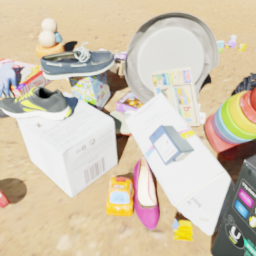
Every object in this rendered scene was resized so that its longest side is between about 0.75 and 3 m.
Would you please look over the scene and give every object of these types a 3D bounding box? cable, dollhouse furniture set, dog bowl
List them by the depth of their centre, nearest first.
[{"bbox_3d":[1.263,-2.066,8.725,2.904,2.904,0.852,-3,24,-4],"label":"dog bowl"},{"bbox_3d":[4.351,-1.060,9.301,1.952,0.496,1.593,-37,80,-21],"label":"cable"},{"bbox_3d":[-0.408,-2.211,10.673,0.909,1.284,1.397,18,23,22],"label":"dollhouse furniture set"}]

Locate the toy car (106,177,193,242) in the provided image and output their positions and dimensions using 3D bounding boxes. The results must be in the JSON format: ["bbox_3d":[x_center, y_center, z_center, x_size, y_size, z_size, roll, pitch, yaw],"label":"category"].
[{"bbox_3d":[0.471,1.597,6.261,2.223,0.740,1.091,13,40,17],"label":"toy car"}]

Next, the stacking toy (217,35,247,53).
[{"bbox_3d":[4.829,-4.146,13.825,1.624,0.382,1.225,-4,38,-4],"label":"stacking toy"}]

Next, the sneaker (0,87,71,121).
[{"bbox_3d":[-2.201,-0.660,6.571,1.725,0.730,0.642,3,40,7],"label":"sneaker"}]

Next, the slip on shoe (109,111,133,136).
[{"bbox_3d":[-0.131,-0.068,7.852,0.579,0.701,1.892,27,-11,-29],"label":"slip on shoe"}]

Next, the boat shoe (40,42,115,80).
[{"bbox_3d":[-1.405,-1.931,7.940,2.109,0.652,0.790,-11,51,-10],"label":"boat shoe"}]

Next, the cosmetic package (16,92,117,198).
[{"bbox_3d":[-1.501,0.357,7.123,1.888,1.570,1.580,30,50,33],"label":"cosmetic package"}]

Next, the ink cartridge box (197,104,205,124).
[{"bbox_3d":[2.017,-0.536,9.260,1.084,0.362,0.628,10,39,12],"label":"ink cartridge box"}]

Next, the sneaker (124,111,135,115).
[{"bbox_3d":[0.503,0.032,8.316,1.762,0.692,0.786,9,55,35],"label":"sneaker"}]

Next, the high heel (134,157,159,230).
[{"bbox_3d":[0.420,1.447,6.408,0.549,0.781,1.629,-1,38,-1],"label":"high heel"}]

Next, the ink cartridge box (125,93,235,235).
[{"bbox_3d":[1.247,0.750,6.211,1.153,1.915,2.635,-37,41,10],"label":"ink cartridge box"}]

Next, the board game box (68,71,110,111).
[{"bbox_3d":[-1.271,-1.446,9.133,0.882,1.712,0.898,18,58,17],"label":"board game box"}]

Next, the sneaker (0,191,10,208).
[{"bbox_3d":[-3.508,1.714,6.334,1.665,0.652,0.962,10,46,32],"label":"sneaker"}]

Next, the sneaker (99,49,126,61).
[{"bbox_3d":[-0.595,-2.690,11.722,2.039,0.820,0.902,14,46,24],"label":"sneaker"}]

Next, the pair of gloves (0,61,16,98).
[{"bbox_3d":[-4.936,-1.680,9.980,2.046,0.233,1.645,-8,57,3],"label":"pair of gloves"}]

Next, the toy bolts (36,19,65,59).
[{"bbox_3d":[-2.845,-3.587,11.985,2.426,1.762,2.540,-16,41,-20],"label":"toy bolts"}]

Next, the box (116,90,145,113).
[{"bbox_3d":[0.645,-1.028,9.857,1.325,0.379,1.936,21,42,23],"label":"box"}]

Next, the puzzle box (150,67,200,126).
[{"bbox_3d":[1.394,-0.841,8.177,1.183,1.778,0.226,-3,29,28],"label":"puzzle box"}]

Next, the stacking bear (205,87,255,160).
[{"bbox_3d":[3.100,-0.343,7.096,1.418,2.335,1.328,-37,81,-30],"label":"stacking bear"}]

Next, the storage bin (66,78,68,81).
[{"bbox_3d":[-1.727,-2.198,11.179,1.267,0.594,1.258,-27,45,-30],"label":"storage bin"}]

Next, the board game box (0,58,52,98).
[{"bbox_3d":[-4.473,-1.897,10.812,2.412,0.559,1.827,14,41,17],"label":"board game box"}]

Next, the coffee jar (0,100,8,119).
[{"bbox_3d":[-4.240,-0.620,9.397,0.392,0.321,0.751,-9,38,-23],"label":"coffee jar"}]

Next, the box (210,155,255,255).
[{"bbox_3d":[2.857,1.640,4.590,2.018,2.717,1.689,-18,42,-22],"label":"box"}]
